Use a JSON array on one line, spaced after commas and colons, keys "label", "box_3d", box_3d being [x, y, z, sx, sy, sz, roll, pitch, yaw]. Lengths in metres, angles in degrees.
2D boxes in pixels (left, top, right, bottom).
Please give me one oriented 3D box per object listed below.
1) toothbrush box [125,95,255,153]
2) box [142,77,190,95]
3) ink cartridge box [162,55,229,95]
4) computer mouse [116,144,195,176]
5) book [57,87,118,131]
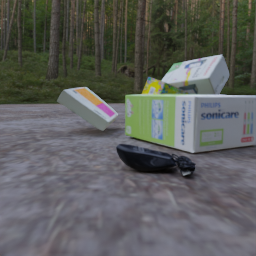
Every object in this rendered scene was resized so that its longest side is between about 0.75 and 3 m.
[{"label": "toothbrush box", "box_3d": [1.217, -0.214, 5.933, 1.696, 1.003, 2.329, -4, 7, -31]}, {"label": "box", "box_3d": [0.917, -0.632, 7.619, 1.083, 1.125, 0.686, 15, 10, -41]}, {"label": "ink cartridge box", "box_3d": [1.970, -1.453, 8.423, 1.711, 0.748, 1.243, 2, 43, 43]}, {"label": "computer mouse", "box_3d": [0.322, 0.443, 3.602, 1.013, 0.267, 0.701, 12, 5, 5]}, {"label": "book", "box_3d": [-0.977, -0.556, 7.654, 1.336, 0.480, 1.999, 35, 9, 0]}]
